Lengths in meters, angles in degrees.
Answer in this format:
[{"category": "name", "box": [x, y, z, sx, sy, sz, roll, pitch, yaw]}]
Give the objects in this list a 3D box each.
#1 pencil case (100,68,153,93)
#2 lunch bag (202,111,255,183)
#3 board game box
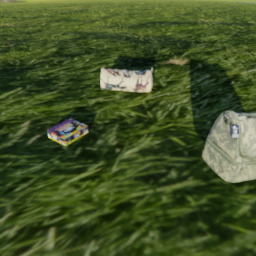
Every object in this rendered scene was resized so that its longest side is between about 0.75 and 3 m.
[{"category": "pencil case", "box": [-0.116, -2.290, 13.189, 2.586, 1.006, 1.157, 5, 56, 9]}, {"category": "lunch bag", "box": [3.308, 0.364, 7.741, 2.124, 1.781, 1.480, -2, 29, -22]}, {"category": "board game box", "box": [-2.121, 0.127, 9.905, 0.920, 0.316, 1.113, 22, 37, 30]}]
